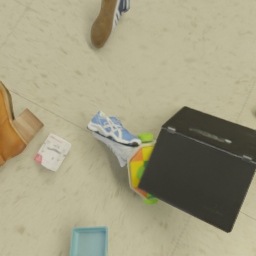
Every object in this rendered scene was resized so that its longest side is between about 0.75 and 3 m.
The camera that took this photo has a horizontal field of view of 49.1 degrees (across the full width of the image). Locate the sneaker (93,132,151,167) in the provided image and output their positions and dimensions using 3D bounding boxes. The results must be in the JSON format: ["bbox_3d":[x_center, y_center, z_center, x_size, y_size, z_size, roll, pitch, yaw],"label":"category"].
[{"bbox_3d":[-0.159,0.544,7.552,1.865,0.727,0.927,20,74,4],"label":"sneaker"}]

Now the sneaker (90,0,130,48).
[{"bbox_3d":[-0.503,-3.281,8.362,0.639,0.988,1.822,26,115,11],"label":"sneaker"}]

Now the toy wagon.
[{"bbox_3d":[1.179,0.998,7.156,2.354,0.466,1.826,-5,102,3],"label":"toy wagon"}]

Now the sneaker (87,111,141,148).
[{"bbox_3d":[-0.331,0.038,6.945,1.513,0.573,0.583,24,84,23],"label":"sneaker"}]

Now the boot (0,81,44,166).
[{"bbox_3d":[-3.954,-0.224,7.606,2.719,1.043,2.111,46,76,-5],"label":"boot"}]

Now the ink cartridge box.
[{"bbox_3d":[-2.059,0.655,7.674,0.627,0.354,0.855,24,80,27],"label":"ink cartridge box"}]

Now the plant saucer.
[{"bbox_3d":[-0.924,3.692,6.251,0.979,0.266,2.801,-10,60,20],"label":"plant saucer"}]

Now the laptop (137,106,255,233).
[{"bbox_3d":[1.866,0.787,6.917,2.283,2.439,1.413,22,123,22],"label":"laptop"}]

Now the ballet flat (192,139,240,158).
[{"bbox_3d":[2.391,0.578,7.531,2.225,0.838,0.755,5,78,1],"label":"ballet flat"}]
